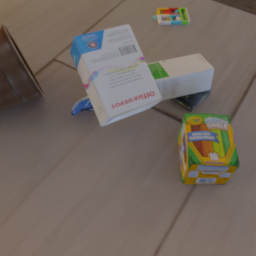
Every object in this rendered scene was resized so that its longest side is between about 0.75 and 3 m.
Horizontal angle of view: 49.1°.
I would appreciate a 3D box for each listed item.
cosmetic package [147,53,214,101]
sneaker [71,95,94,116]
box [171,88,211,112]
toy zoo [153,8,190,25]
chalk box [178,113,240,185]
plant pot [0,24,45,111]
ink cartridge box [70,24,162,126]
[{"bbox_3d":[1.886,-1.958,10.870,2.437,1.034,1.311,-15,44,-10],"label":"cosmetic package"},{"bbox_3d":[-1.615,-0.865,10.869,1.340,0.526,0.597,-38,83,-21],"label":"sneaker"},{"bbox_3d":[2.536,-1.406,11.411,1.103,0.357,1.399,39,63,22],"label":"box"},{"bbox_3d":[2.200,-5.783,14.502,1.846,0.189,1.211,-2,56,-2],"label":"toy zoo"},{"bbox_3d":[2.558,0.480,9.420,1.534,1.523,2.457,1,56,0],"label":"chalk box"},{"bbox_3d":[-5.127,-1.799,10.354,2.931,2.961,2.961,-29,60,-8],"label":"plant pot"},{"bbox_3d":[-0.458,-1.816,9.871,2.161,1.266,2.991,-21,84,-22],"label":"ink cartridge box"}]
